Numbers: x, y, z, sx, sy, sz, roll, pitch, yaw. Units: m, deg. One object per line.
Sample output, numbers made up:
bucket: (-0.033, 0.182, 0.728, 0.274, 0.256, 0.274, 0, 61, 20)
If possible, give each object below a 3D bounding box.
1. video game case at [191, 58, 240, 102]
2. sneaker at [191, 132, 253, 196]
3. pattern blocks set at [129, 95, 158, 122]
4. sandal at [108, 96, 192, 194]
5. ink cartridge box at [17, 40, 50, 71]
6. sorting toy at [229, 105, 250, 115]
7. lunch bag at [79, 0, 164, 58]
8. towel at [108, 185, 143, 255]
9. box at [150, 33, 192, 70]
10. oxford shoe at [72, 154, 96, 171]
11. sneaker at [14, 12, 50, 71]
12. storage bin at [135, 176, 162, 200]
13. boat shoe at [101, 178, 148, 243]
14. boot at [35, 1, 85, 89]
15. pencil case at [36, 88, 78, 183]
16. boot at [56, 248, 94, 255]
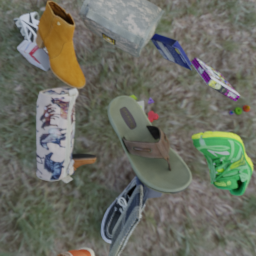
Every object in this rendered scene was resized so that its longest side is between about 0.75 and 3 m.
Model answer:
video game case: (2.349, -1.328, 7.604, 1.121, 1.237, 0.222, 24, 121, -27)
sneaker: (2.556, 0.968, 7.261, 1.021, 2.756, 1.152, -10, 53, 42)
pattern blocks set: (0.161, -0.481, 8.787, 1.447, 0.117, 1.272, -25, 57, 17)
sandal: (0.358, 0.302, 6.084, 1.037, 0.745, 2.611, -31, 72, -18)
ink cartridge box: (-2.789, -2.191, 8.440, 0.957, 0.698, 0.396, 30, 76, 36)
sorting toy: (4.216, -0.679, 10.481, 0.827, 0.285, 0.287, -16, 79, -4)
lunch bag: (-0.179, -3.077, 8.076, 1.913, 1.371, 2.332, 30, 36, -3)
towel: (-0.030, 2.158, 6.184, 0.251, 1.400, 1.454, 26, 105, -3)
box: (1.427, -2.465, 9.015, 0.271, 1.015, 1.675, -45, 38, 2)
oxford shoe: (-2.038, 1.324, 9.964, 1.942, 0.693, 0.692, -10, 96, 5)
sneaker: (-3.344, -3.399, 10.689, 1.112, 0.931, 2.512, -29, 81, -3)
storage bin: (0.537, 1.437, 7.051, 0.534, 0.578, 0.794, 4, 36, -14)
boat shoe: (0.069, 2.637, 9.459, 1.056, 0.977, 2.860, 40, 81, 7)
boot: (-1.653, -2.135, 7.361, 2.027, 1.451, 0.713, 50, 50, 0)
pencil case: (-1.979, 0.156, 7.904, 1.204, 1.047, 2.691, 12, 106, 21)
boot: (-1.721, 3.713, 7.295, 1.970, 1.056, 0.739, -38, 66, 29)
